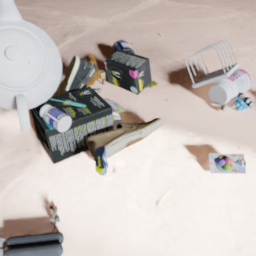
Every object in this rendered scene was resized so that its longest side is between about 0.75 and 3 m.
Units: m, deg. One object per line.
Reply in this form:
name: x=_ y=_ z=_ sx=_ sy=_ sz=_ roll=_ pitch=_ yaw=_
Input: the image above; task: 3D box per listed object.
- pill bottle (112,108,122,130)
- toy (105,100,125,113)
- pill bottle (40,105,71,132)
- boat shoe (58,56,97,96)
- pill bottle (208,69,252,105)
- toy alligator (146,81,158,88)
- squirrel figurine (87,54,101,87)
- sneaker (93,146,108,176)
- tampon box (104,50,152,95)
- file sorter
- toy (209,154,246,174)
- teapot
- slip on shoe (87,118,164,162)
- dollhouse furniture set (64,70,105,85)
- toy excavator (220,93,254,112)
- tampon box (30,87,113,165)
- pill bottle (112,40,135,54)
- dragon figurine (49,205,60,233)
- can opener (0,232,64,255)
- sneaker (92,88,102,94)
pill bottle: x=-0.730 y=-0.433 z=10.624 sx=0.652 sy=0.652 sz=1.142 roll=-19 pitch=42 yaw=-23
toy: x=-0.619 y=-0.869 z=11.457 sx=0.572 sy=0.235 sz=0.993 roll=-3 pitch=27 yaw=-40
pill bottle: x=-2.136 y=-0.293 z=8.191 sx=0.895 sy=0.518 sz=0.518 roll=32 pitch=48 yaw=25
boat shoe: x=-2.069 y=-1.565 z=10.769 sx=0.936 sy=2.770 sz=0.995 roll=9 pitch=56 yaw=-28
pill bottle: x=4.328 y=-1.725 z=11.921 sx=1.904 sy=1.079 sz=1.079 roll=-31 pitch=47 yaw=-33
toy alligator: x=0.997 y=-2.010 z=12.975 sx=0.956 sy=0.230 sz=0.317 roll=-23 pitch=45 yaw=-26
squirrel figurine: x=-1.838 y=-2.365 z=12.018 sx=1.128 sy=0.855 sz=1.208 roll=-31 pitch=82 yaw=-27
sneaker: x=-0.752 y=0.946 z=7.911 sx=0.347 sy=0.386 sz=0.939 roll=-14 pitch=50 yaw=14
tampon box: x=0.014 y=-2.528 z=12.615 sx=1.751 sy=1.312 sz=1.105 roll=26 pitch=58 yaw=31
file sorter: x=3.663 y=-2.862 z=12.261 sx=1.550 sy=1.391 sz=2.234 roll=-16 pitch=13 yaw=38
toy: x=3.086 y=1.091 z=8.622 sx=1.095 sy=0.259 sz=0.631 roll=1 pitch=75 yaw=-1
teapot: x=-3.215 y=-1.810 z=8.035 sx=2.869 sy=2.906 sz=2.123 roll=-54 pitch=16 yaw=-10
slip on shoe: x=-0.043 y=0.180 z=9.399 sx=2.875 sy=1.093 sz=0.871 roll=-28 pitch=83 yaw=-23
dollhouse furniture set: x=-2.026 y=-2.180 z=12.794 sx=1.783 sy=0.789 sz=0.924 roll=-18 pitch=43 yaw=-27
toy excavator: x=4.400 y=-0.911 z=11.373 sx=1.045 sy=1.075 sz=0.537 roll=30 pitch=18 yaw=-38
tampon box: x=-1.890 y=-0.166 z=9.620 sx=2.300 sy=1.452 sz=1.724 roll=-21 pitch=43 yaw=-25
pill bottle: x=-0.200 y=-3.869 z=14.739 sx=0.991 sy=0.991 sz=1.772 roll=-10 pitch=40 yaw=-12
dragon figurine: x=-1.932 y=2.378 z=7.359 sx=0.245 sy=0.414 sz=0.833 roll=-8 pitch=58 yaw=-13
can opener: x=-2.679 y=2.717 z=6.508 sx=2.263 sy=0.757 sz=0.604 roll=-4 pitch=38 yaw=-5
sneaker: x=-1.682 y=-1.541 z=11.849 sx=1.125 sy=0.450 sz=0.402 roll=-18 pitch=-6 yaw=10
